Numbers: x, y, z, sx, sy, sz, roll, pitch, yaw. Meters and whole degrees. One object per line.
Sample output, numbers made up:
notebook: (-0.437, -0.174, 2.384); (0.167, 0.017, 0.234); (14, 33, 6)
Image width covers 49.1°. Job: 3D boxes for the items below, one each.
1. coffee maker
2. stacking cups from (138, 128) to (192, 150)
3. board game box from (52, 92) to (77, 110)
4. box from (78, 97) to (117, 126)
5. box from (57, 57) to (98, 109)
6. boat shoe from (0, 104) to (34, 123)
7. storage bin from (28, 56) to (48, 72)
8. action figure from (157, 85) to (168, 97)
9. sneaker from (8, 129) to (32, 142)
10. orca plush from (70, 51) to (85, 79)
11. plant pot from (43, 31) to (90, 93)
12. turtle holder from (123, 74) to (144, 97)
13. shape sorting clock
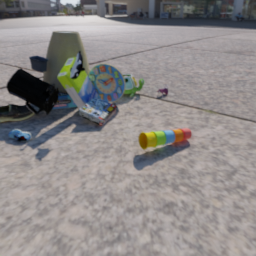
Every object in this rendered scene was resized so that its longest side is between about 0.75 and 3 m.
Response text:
coffee maker: (-4.228, -1.778, 12.571); (1.995, 1.917, 1.344); (27, 43, -1)
stacking cups: (1.424, 0.382, 10.464); (2.141, 0.648, 0.648); (-5, 25, -31)
board game box: (-3.751, -1.742, 14.861); (1.920, 0.597, 2.543); (-8, 27, -17)
box: (-1.356, -0.788, 12.787); (1.208, 0.352, 1.765); (24, 30, 7)
box: (-2.300, -1.973, 13.196); (0.548, 2.299, 1.402); (-6, 46, 25)
boat shoe: (-5.220, -0.724, 12.501); (2.049, 0.673, 0.732); (-13, 50, -21)
storage bin: (-4.354, -3.129, 13.732); (0.917, 0.616, 0.667); (22, 31, 25)
action figure: (1.932, -2.065, 15.611); (0.790, 0.588, 0.529); (-4, 29, -41)
sneaker: (-4.266, 0.323, 10.900); (0.936, 0.367, 0.421); (6, 30, 13)
orca plush: (-2.111, -2.621, 12.090); (0.484, 0.717, 1.363); (27, 48, -35)
plant pot: (-3.272, -3.603, 14.850); (2.679, 2.861, 2.679); (2, 23, -1)
turtle holder: (0.053, -2.395, 15.651); (1.514, 1.075, 1.151); (11, 28, 22)
shape sorting clock: (-1.125, -2.236, 14.172); (2.059, 2.059, 0.404); (8, 27, 16)
